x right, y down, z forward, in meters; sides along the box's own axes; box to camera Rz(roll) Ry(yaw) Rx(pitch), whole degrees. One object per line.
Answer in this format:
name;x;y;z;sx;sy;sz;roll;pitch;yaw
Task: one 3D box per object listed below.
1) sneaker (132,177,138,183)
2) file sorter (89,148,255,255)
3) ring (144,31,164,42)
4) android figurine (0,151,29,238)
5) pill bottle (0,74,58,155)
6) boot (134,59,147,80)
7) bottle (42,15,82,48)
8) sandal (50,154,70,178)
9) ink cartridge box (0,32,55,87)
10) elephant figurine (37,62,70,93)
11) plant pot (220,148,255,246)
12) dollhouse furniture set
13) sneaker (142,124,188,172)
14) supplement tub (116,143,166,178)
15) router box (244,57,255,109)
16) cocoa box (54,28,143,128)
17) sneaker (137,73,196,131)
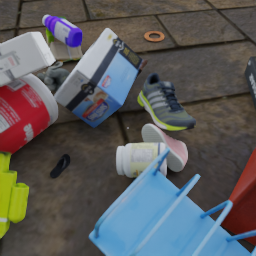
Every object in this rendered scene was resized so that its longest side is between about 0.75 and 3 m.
sneaker;0.219;0.954;7.126;0.514;0.478;1.190;-9;44;-3
file sorter;0.973;2.003;4.667;2.753;1.689;1.910;41;66;14
ring;1.139;-3.949;12.113;0.862;0.083;0.862;-1;46;1
android figurine;-3.128;1.526;5.799;1.987;0.448;2.183;10;86;-9
pill bottle;-3.416;-0.055;7.250;1.659;1.659;2.955;28;53;25
boot;0.327;-2.033;9.802;0.258;0.750;0.805;44;41;-18
bottle;-2.525;-3.731;10.632;1.808;0.755;0.590;36;39;23
sandal;-1.749;0.973;7.306;0.291;0.164;0.767;15;48;14
ink cartridge box;-2.845;-1.511;6.557;1.955;0.809;1.432;-23;21;-1
elephant figurine;-2.483;-1.820;9.599;1.019;0.929;1.313;14;23;-26
plant pot;3.832;1.109;5.638;2.667;2.353;2.670;27;52;23
dollhouse furniture set;-2.658;-3.363;11.369;1.146;0.885;2.292;-10;66;-19
sneaker;0.997;0.433;7.329;1.446;0.544;0.756;49;35;8
supplement tub;0.327;0.754;6.531;1.098;0.796;0.796;-2;46;9
router box;5.192;-1.193;8.978;2.217;0.736;2.819;4;46;4
cocoa box;-0.810;-1.485;8.343;1.518;1.543;2.313;38;47;-18
sneaker;0.987;-0.712;7.541;0.871;0.954;2.358;-9;36;-27
